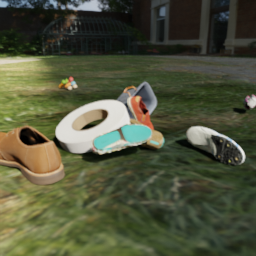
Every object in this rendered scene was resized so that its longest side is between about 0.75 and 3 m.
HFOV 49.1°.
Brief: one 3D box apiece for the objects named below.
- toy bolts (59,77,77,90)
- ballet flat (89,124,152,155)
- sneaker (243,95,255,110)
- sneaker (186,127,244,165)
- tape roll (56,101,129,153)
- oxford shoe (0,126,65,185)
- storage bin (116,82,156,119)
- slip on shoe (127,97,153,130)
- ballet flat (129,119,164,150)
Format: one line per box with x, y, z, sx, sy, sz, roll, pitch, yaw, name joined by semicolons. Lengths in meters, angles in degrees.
-3.509;-2.454;16.484;0.901;0.654;0.943;-38;1;42;toy bolts
-0.204;0.270;6.770;1.584;0.599;0.506;-11;-16;-22;ballet flat
4.809;-0.964;11.206;0.447;0.485;1.100;43;2;10;sneaker
2.268;0.406;7.202;0.642;0.637;1.772;0;20;-34;sneaker
-1.010;-0.091;7.917;2.109;0.385;2.109;-14;32;9;tape roll
-2.542;0.383;6.680;2.892;1.031;1.032;12;23;38;oxford shoe
0.040;-0.764;9.336;1.035;1.122;1.541;-5;36;41;storage bin
0.459;-0.368;8.534;0.429;1.403;0.520;-11;34;30;slip on shoe
0.136;0.127;7.958;0.695;0.651;1.920;12;11;-43;ballet flat
